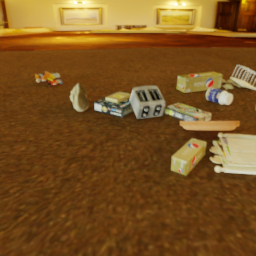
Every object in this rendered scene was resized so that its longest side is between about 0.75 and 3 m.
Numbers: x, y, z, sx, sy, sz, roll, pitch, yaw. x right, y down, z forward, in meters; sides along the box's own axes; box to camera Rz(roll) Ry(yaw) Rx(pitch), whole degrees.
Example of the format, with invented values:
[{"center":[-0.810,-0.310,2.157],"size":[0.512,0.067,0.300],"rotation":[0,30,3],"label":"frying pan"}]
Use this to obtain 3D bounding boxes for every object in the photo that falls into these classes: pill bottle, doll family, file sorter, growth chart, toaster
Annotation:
[{"center":[3.867,-1.328,11.881],"size":[0.584,0.584,1.009],"rotation":[-17,29,-34],"label":"pill bottle"},{"center":[-4.309,-2.688,14.772],"size":[1.629,0.734,1.011],"rotation":[21,32,40],"label":"doll family"},{"center":[5.896,-2.529,14.001],"size":[0.859,0.770,1.237],"rotation":[11,26,-16],"label":"file sorter"},{"center":[3.180,0.659,7.836],"size":[1.738,0.213,2.402],"rotation":[6,25,15],"label":"growth chart"},{"center":[0.697,-0.987,10.444],"size":[1.072,0.704,1.186],"rotation":[-7,54,-19],"label":"toaster"}]

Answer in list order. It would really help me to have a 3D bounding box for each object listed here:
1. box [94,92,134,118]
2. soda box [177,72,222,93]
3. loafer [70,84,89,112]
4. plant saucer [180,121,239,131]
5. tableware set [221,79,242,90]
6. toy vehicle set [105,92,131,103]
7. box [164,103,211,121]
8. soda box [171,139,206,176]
[{"center":[-0.311,-0.979,11.304],"size":[1.373,0.397,1.728],"rotation":[15,28,30],"label":"box"},{"center":[3.548,-2.278,13.877],"size":[2.207,0.707,0.748],"rotation":[-10,27,-22],"label":"soda box"},{"center":[-2.029,-1.147,11.434],"size":[0.588,0.652,1.722],"rotation":[-38,33,19],"label":"loafer"},{"center":[2.525,-0.075,8.764],"size":[1.785,0.288,1.785],"rotation":[-1,1,0],"label":"plant saucer"},{"center":[5.294,-2.298,14.537],"size":[1.541,0.179,1.287],"rotation":[-2,29,-16],"label":"tableware set"},{"center":[-0.389,-1.219,11.179],"size":[0.575,0.123,0.926],"rotation":[16,29,32],"label":"toy vehicle set"},{"center":[2.205,-0.535,10.469],"size":[0.846,0.267,1.537],"rotation":[-19,30,-36],"label":"box"},{"center":[1.613,0.737,7.401],"size":[0.442,0.418,1.306],"rotation":[16,28,31],"label":"soda box"}]
